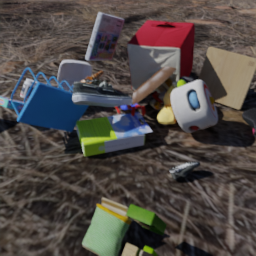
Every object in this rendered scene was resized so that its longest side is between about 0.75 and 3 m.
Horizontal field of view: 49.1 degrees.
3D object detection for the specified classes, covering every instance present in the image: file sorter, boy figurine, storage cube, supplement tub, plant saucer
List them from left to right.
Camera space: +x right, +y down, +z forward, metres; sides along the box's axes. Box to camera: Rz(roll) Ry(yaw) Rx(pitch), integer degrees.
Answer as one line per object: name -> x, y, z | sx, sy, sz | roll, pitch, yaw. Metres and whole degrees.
supplement tub -> -4.045, -1.566, 11.462 | 0.544, 0.775, 0.544 | 22, 9, -4
file sorter -> -2.535, -0.899, 9.107 | 2.006, 1.392, 1.231 | 14, 28, -49
plant saucer -> 0.873, -1.648, 10.376 | 2.062, 0.377, 2.062 | -39, 8, 6
storage cube -> 1.472, -2.974, 12.005 | 2.225, 2.603, 2.340 | 12, 44, 20
boy figurine -> 1.741, -0.999, 10.224 | 0.724, 1.397, 2.247 | 11, 46, 31

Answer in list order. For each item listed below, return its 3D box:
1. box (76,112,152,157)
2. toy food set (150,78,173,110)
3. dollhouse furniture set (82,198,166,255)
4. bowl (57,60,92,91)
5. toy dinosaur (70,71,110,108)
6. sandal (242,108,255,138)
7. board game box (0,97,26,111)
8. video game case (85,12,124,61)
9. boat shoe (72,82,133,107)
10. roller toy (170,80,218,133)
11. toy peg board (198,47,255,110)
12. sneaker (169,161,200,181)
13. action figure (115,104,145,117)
box -> -0.485, 0.149, 9.249 | 2.241, 0.534, 1.366 | -9, 36, -15
toy food set -> 1.383, -1.159, 10.958 | 0.700, 0.659, 1.465 | -14, 44, 45
dollhouse furniture set -> -0.264, 2.071, 5.600 | 1.708, 0.857, 1.119 | 11, 66, 33
bowl -> -2.292, -2.261, 11.871 | 1.380, 1.378, 0.515 | 2, 41, -24
toy dinosaur -> -1.500, -1.549, 10.991 | 1.471, 1.107, 2.168 | 13, 73, 19
sandal -> 4.609, 0.019, 9.331 | 1.049, 0.629, 2.792 | -14, 18, 10
board game box -> -3.991, -0.819, 10.108 | 0.963, 0.285, 1.266 | 19, 4, 40
video game case -> -0.895, -3.542, 11.109 | 0.230, 1.768, 1.943 | 28, 23, 15
boat shoe -> -0.750, -1.102, 8.990 | 2.161, 0.766, 0.779 | 2, -5, -37
roller toy -> 2.260, -0.701, 9.290 | 1.220, 1.746, 1.593 | -20, 28, 25
toy peg board -> 4.016, -2.031, 11.377 | 1.976, 1.984, 0.970 | 25, 21, 27
sneaker -> 1.613, 1.217, 7.847 | 0.939, 0.425, 0.312 | -16, 3, -14
action figure -> -0.103, -0.769, 10.395 | 0.655, 0.518, 2.003 | -9, 20, -24
